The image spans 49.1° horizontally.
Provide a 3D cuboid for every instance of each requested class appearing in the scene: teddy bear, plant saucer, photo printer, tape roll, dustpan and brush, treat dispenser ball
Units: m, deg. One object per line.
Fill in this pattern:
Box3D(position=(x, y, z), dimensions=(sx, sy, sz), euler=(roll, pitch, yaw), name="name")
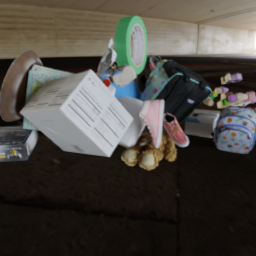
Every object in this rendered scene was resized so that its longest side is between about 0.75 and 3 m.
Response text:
Box3D(position=(0.751, 0.637, 8.574), dimensions=(1.629, 0.750, 2.247), euler=(-5, 23, 18), name="teddy bear")
Box3D(position=(-3.448, -1.330, 9.405), dimensions=(0.403, 2.513, 2.513), euler=(19, 20, 0), name="plant saucer")
Box3D(position=(-0.072, -0.231, 8.791), dimensions=(1.291, 1.551, 0.539), euler=(22, -16, 28), name="photo printer")
Box3D(position=(0.126, -2.656, 9.098), dimensions=(0.434, 1.807, 1.807), euler=(6, 19, 22), name="tape roll")
Box3D(position=(-0.571, -2.139, 8.097), dimensions=(0.791, 0.324, 1.134), euler=(-25, 35, 50), name="dustpan and brush")
Box3D(position=(-0.651, -1.086, 10.815), dimensions=(2.301, 2.301, 2.301), euler=(0, 19, 0), name="treat dispenser ball")

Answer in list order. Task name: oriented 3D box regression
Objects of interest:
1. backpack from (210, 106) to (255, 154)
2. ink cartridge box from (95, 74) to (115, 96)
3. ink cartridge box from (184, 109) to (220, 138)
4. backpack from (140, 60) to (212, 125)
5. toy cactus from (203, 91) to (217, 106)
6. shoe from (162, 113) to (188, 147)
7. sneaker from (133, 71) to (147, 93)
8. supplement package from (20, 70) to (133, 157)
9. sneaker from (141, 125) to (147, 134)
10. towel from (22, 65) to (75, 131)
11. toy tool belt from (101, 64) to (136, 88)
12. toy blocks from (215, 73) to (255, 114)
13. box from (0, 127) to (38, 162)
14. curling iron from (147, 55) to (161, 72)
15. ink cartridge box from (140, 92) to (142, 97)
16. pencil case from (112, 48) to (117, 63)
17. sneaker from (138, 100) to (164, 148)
Box3D(position=(3.426, 0.058, 8.964), dimensions=(1.492, 1.421, 1.149), euler=(5, 36, 16), name="backpack")
Box3D(position=(-0.957, -0.958, 8.660), dimensions=(0.921, 1.276, 0.534), euler=(36, 62, 9), name="ink cartridge box")
Box3D(position=(2.910, -0.207, 10.878), dimensions=(1.047, 0.604, 1.443), euler=(8, 24, 26), name="ink cartridge box")
Box3D(position=(1.486, -1.156, 10.037), dimensions=(1.960, 2.230, 1.710), euler=(16, 30, -32), name="backpack")
Box3D(position=(4.170, -1.715, 15.296), dimensions=(1.917, 0.980, 1.581), euler=(3, 26, -19), name="toy cactus")
Box3D(position=(1.370, 0.050, 8.299), dimensions=(0.405, 0.515, 1.133), euler=(-29, 48, -4), name="shoe")
Box3D(position=(0.709, -1.328, 11.569), dimensions=(0.902, 2.204, 0.849), euler=(-7, 17, 46), name="sneaker")
Box3D(position=(-1.457, -0.334, 7.776), dimensions=(2.399, 1.869, 1.330), euler=(1, 51, 49), name="supplement package")
Box3D(position=(0.468, -0.064, 9.682), dimensions=(0.525, 1.389, 0.802), euler=(-47, 45, -12), name="sneaker")
Box3D(position=(-2.407, -0.868, 9.115), dimensions=(1.770, 2.067, 0.498), euler=(7, 15, -22), name="towel")
Box3D(position=(-0.304, -1.429, 7.717), dimensions=(0.975, 0.609, 0.599), euler=(-22, 31, -6), name="toy tool belt")
Box3D(position=(4.564, -1.199, 11.280), dimensions=(1.512, 1.796, 1.679), euler=(-7, -7, -3), name="toy blocks")
Box3D(position=(-4.224, 0.497, 9.003), dimensions=(2.243, 0.542, 1.777), euler=(-2, 19, -7), name="box")
Box3D(position=(1.427, -1.719, 11.774), dimensions=(0.370, 2.892, 0.717), euler=(-4, 22, 44), name="curling iron")
Box3D(position=(0.961, -0.683, 11.039), dimensions=(1.204, 1.366, 0.305), euler=(3, -22, -37), name="ink cartridge box")
Box3D(position=(-0.321, -2.382, 9.552), dimensions=(0.345, 0.345, 0.789), euler=(18, -17, 42), name="pencil case")
Box3D(position=(0.615, -0.132, 7.872), dimensions=(0.708, 1.355, 0.510), euler=(4, 2, 2), name="sneaker")
